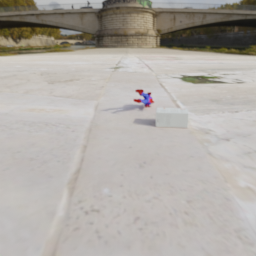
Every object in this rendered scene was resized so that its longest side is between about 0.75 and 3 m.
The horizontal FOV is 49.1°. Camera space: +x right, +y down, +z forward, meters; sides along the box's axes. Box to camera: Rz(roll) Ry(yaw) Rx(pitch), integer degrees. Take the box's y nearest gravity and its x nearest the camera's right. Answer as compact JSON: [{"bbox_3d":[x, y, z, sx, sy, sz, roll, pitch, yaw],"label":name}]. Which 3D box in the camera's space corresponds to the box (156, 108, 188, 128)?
[{"bbox_3d":[1.815,-0.431,11.668,1.304,0.635,0.811,2,19,8],"label":"box"}]

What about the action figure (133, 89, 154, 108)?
[{"bbox_3d":[0.891,-1.400,13.784,0.610,0.772,2.359,8,2,17],"label":"action figure"}]
